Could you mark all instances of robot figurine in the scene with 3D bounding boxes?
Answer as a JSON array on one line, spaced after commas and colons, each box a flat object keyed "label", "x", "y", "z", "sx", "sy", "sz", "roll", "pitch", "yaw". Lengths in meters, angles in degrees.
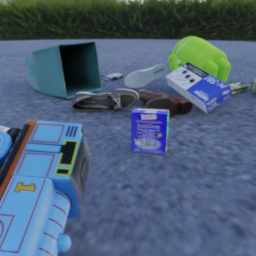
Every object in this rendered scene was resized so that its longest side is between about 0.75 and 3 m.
[{"label": "robot figurine", "x": 2.987, "y": -2.809, "z": 11.913, "sx": 2.562, "sy": 1.689, "sz": 2.920, "roll": -16, "pitch": 43, "yaw": -20}]

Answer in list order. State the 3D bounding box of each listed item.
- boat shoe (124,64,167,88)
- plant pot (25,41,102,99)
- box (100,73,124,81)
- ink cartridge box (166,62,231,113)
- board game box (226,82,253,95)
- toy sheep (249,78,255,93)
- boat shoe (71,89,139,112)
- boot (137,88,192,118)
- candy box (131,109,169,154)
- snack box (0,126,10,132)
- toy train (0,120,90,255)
[{"label": "boat shoe", "x": 0.784, "y": -2.261, "z": 12.435, "sx": 2.015, "sy": 0.726, "sz": 0.625, "roll": -20, "pitch": 5, "yaw": -7}, {"label": "plant pot", "x": -3.058, "y": -2.563, "z": 12.429, "sx": 2.959, "sy": 2.092, "sz": 2.090, "roll": 7, "pitch": 21, "yaw": 38}, {"label": "box", "x": -0.862, "y": -2.797, "z": 15.326, "sx": 0.744, "sy": 0.205, "sz": 1.089, "roll": 18, "pitch": 28, "yaw": 38}, {"label": "ink cartridge box", "x": 2.483, "y": -1.525, "z": 10.119, "sx": 1.094, "sy": 0.514, "sz": 2.327, "roll": -34, "pitch": 43, "yaw": -7}, {"label": "board game box", "x": 4.522, "y": -1.775, "z": 12.676, "sx": 2.186, "sy": 0.256, "sz": 1.145, "roll": -16, "pitch": 24, "yaw": -35}, {"label": "toy sheep", "x": 5.834, "y": -1.874, "z": 11.835, "sx": 1.157, "sy": 1.157, "sz": 1.678, "roll": 4, "pitch": 15, "yaw": 10}, {"label": "boat shoe", "x": -0.826, "y": -0.861, "z": 9.733, "sx": 2.361, "sy": 0.789, "sz": 0.673, "roll": -1, "pitch": 34, "yaw": 10}, {"label": "boot", "x": 0.792, "y": -0.973, "z": 9.910, "sx": 2.102, "sy": 0.724, "sz": 2.255, "roll": 0, "pitch": 20, "yaw": -39}, {"label": "candy box", "x": 0.527, "y": 0.075, "z": 6.806, "sx": 0.872, "sy": 1.032, "sz": 0.397, "roll": 4, "pitch": 21, "yaw": 10}, {"label": "snack box", "x": -3.002, "y": 0.553, "z": 6.318, "sx": 0.796, "sy": 0.269, "sz": 2.215, "roll": 15, "pitch": 22, "yaw": -5}, {"label": "toy train", "x": -1.388, "y": 1.045, "z": 3.242, "sx": 1.585, "sy": 1.203, "sz": 2.775, "roll": 3, "pitch": 43, "yaw": 4}]
